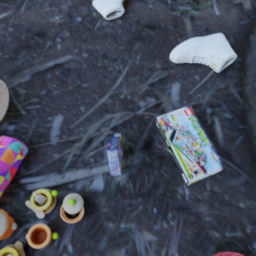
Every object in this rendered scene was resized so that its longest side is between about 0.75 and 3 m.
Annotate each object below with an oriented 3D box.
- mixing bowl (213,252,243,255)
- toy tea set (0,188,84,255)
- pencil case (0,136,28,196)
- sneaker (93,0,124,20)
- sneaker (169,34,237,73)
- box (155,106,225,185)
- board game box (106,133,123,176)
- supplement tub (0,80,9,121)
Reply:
[{"bbox_3d":[2.484,4.184,6.994,1.957,1.060,1.957,0,65,-1],"label":"mixing bowl"},{"bbox_3d":[-2.676,2.576,7.705,2.960,1.096,1.760,-33,70,-14],"label":"toy tea set"},{"bbox_3d":[-3.912,1.372,8.370,1.003,1.003,2.270,20,68,9],"label":"pencil case"},{"bbox_3d":[-0.325,-5.179,11.519,1.986,0.732,1.148,-34,71,-4],"label":"sneaker"},{"bbox_3d":[2.807,-2.584,10.206,2.335,0.860,1.350,-20,64,-10],"label":"sneaker"},{"bbox_3d":[1.950,0.507,9.033,1.291,0.407,2.346,-21,67,-9],"label":"box"},{"bbox_3d":[-0.382,0.852,8.492,0.324,1.051,1.052,-1,26,6],"label":"board game box"},{"bbox_3d":[-5.389,-1.071,8.988,2.453,1.784,1.784,18,67,8],"label":"supplement tub"}]
